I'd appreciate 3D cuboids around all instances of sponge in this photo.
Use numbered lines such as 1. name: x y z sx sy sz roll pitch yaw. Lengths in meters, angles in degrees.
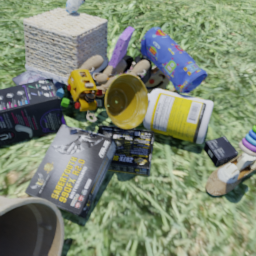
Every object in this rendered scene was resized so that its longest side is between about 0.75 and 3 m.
1. sponge: -0.168 -2.323 7.978 0.223 0.836 1.498 24 32 -1

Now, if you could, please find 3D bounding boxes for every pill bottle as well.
1. pill bottle: 1.374 -0.482 9.385 2.625 1.461 1.461 16 49 15

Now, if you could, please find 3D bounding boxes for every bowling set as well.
1. bowling set: -0.408 -1.214 8.479 2.299 1.600 1.234 12 43 34

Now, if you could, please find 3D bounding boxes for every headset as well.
1. headset: 0.224 -2.236 10.651 1.572 1.196 2.546 9 52 20

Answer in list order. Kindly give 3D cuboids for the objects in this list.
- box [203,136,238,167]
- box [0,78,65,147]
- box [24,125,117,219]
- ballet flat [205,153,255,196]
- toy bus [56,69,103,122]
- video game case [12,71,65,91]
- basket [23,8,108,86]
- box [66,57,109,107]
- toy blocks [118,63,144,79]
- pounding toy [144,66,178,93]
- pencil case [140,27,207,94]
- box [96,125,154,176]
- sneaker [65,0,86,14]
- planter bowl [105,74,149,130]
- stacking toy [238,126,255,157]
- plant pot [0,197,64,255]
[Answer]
1. box: 2.955 0.748 8.966 0.727 0.415 0.798 -15 49 -12
2. box: -3.475 -0.544 9.436 2.380 1.455 1.262 -16 47 -16
3. box: -1.566 1.149 7.968 1.803 0.550 2.277 15 64 20
4. ballet flat: 3.193 1.212 8.329 2.222 0.725 0.783 -29 53 -24
5. toy bus: -1.184 -1.008 7.717 1.287 0.665 1.215 29 48 -9
6. video game case: -3.700 -1.817 11.506 1.428 0.190 1.999 -33 56 -23
7. basket: -2.042 -2.811 9.590 2.207 1.775 2.187 21 40 16
8. box: -1.494 -1.825 10.830 1.360 1.138 1.831 4 46 2
9. toy blocks: 0.122 -1.726 9.692 0.711 0.640 0.761 -28 63 -30
10. pounding toy: 1.053 -1.786 10.764 1.984 1.134 1.138 -2 44 1
11. pencil case: 1.406 -2.196 9.281 2.527 1.097 0.986 50 31 21
12. box: -0.181 0.685 8.999 1.923 0.474 1.535 6 49 6
13. sneaker: -1.849 -4.359 9.736 0.471 0.467 1.299 -29 27 32
14. planter bowl: -0.163 -0.667 7.191 1.383 1.383 0.576 -38 26 -30
15. stacking toy: 3.090 0.068 6.458 0.520 1.218 0.520 19 28 -10
16. plant pot: -3.380 2.530 5.975 2.696 2.945 2.945 13 47 27
